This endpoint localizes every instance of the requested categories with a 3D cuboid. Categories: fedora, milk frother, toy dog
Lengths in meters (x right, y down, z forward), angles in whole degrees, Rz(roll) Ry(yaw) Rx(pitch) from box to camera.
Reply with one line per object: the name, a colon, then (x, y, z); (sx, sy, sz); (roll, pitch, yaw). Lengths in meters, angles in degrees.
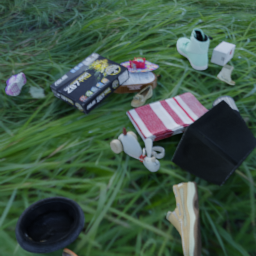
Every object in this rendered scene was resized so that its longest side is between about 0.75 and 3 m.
fedora: (-2.045, 2.702, 7.516); (1.767, 0.807, 1.767); (2, 42, -2)
milk frother: (3.664, -0.702, 10.748); (1.367, 1.514, 1.424); (-5, 42, 0)
toy dog: (0.299, 0.632, 9.689); (1.947, 0.938, 1.284); (18, 45, 18)

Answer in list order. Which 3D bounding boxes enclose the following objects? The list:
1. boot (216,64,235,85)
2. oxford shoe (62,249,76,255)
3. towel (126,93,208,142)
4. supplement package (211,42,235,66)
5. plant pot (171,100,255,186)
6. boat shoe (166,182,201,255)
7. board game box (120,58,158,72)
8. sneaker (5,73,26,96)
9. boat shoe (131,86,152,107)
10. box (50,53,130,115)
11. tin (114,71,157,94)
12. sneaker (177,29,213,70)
boot: (4.714, -2.474, 13.053); (0.993, 0.768, 0.358); (19, 19, -19)
oxford shoe: (-1.232, 3.587, 6.782); (0.543, 0.531, 1.490); (-35, 53, -26)
towel: (1.640, -0.515, 11.162); (2.947, 0.335, 2.122); (-17, 39, -12)
supplement package: (5.044, -3.941, 14.859); (0.725, 0.734, 1.211); (27, 49, 27)
plant pot: (2.899, 0.628, 9.087); (1.980, 1.985, 1.761); (-33, 62, -31)
boat shoe: (1.532, 2.552, 7.817); (0.905, 0.852, 2.377); (-6, 33, 15)
board game box: (0.507, -3.267, 13.994); (1.632, 0.402, 2.065); (-16, 31, -23)
sneaker: (-5.291, -1.962, 12.851); (0.679, 0.618, 1.536); (-2, 38, 8)
boat shoe: (0.589, -1.384, 12.272); (0.510, 0.436, 1.391); (24, 47, 24)
box: (-1.662, -2.047, 12.454); (2.257, 0.688, 2.800); (30, 62, 33)
tin: (0.193, -2.211, 13.199); (2.349, 0.492, 1.315); (-7, 39, -7)
sneaker: (3.475, -4.539, 14.744); (1.105, 1.772, 3.004); (-11, 42, -9)
